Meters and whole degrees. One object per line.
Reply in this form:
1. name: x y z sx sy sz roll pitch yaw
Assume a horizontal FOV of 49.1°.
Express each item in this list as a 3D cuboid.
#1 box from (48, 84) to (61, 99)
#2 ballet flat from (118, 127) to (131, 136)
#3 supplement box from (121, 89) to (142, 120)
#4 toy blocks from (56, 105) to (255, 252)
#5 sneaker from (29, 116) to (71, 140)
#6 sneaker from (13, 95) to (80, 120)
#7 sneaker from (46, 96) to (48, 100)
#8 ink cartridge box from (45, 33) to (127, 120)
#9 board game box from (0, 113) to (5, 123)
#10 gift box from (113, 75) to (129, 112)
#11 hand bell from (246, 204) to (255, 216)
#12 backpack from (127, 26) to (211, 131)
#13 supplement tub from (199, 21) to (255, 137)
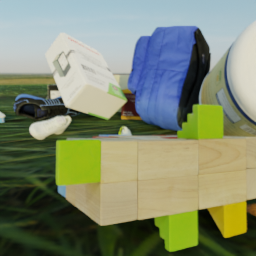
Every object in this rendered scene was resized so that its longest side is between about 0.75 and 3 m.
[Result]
1. box: -2.216 -1.580 13.937 2.805 1.208 2.297 1 11 7
2. ballet flat: -0.080 0.175 7.136 0.355 0.356 1.063 8 9 -9
3. supplement box: 0.329 -0.914 10.801 1.097 1.112 0.738 2 11 11
4. toy blocks: 0.247 0.471 3.599 2.783 1.391 1.902 0 -1 -29
5. sneaker: -2.110 -0.087 7.640 0.668 0.502 1.341 -37 -6 28
6. sneaker: -3.016 -0.689 10.716 2.565 0.900 0.999 1 31 -16
7. sneaker: -4.193 -1.464 15.256 0.658 0.563 1.588 -5 6 -10
8. ink cartridge box: -1.574 -1.870 10.265 2.054 1.186 2.824 17 37 -49
9. board game box: -5.770 -0.362 10.199 2.071 0.268 2.071 -8 14 -33
10. gift box: 0.240 -1.765 12.925 1.934 2.072 1.911 0 16 -5
11. hand bell: 1.763 0.996 3.223 0.475 0.475 0.912 -8 1 -35
12. backpack: 1.236 -1.343 8.589 2.331 2.777 2.257 8 0 32
13. supplement tub: 2.728 -0.748 5.869 2.141 2.141 2.965 0 -9 0
